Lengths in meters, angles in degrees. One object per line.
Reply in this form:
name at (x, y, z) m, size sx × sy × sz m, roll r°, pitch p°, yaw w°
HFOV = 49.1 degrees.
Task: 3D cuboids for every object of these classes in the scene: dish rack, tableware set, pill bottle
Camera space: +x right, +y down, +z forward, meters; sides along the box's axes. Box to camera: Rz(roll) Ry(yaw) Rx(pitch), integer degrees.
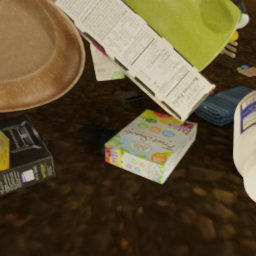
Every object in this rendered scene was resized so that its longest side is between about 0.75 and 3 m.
dish rack at (0.008, -1.059, 9.493) m, size 0.744 × 0.265 × 0.970 m, roll -15°, pitch 33°, yaw -25°
tableware set at (2.419, -3.067, 8.252) m, size 0.345 × 1.516 × 2.250 m, roll -17°, pitch 40°, yaw -17°
pill bottle at (3.027, 0.345, 5.832) m, size 1.570 × 1.570 × 2.622 m, roll 10°, pitch 33°, yaw 16°

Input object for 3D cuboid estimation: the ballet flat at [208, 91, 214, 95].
ballet flat at (2.681, -1.583, 10.228) m, size 0.388 × 0.414 × 1.145 m, roll -14°, pitch 33°, yaw -23°

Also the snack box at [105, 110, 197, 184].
snack box at (0.622, 0.335, 6.817) m, size 1.481 × 0.552 × 2.083 m, roll 17°, pitch 34°, yaw 27°

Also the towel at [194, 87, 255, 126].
towel at (3.132, -0.688, 8.591) m, size 2.225 × 0.540 × 1.242 m, roll -20°, pitch 35°, yaw -28°

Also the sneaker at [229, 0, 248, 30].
sneaker at (3.453, -4.154, 10.375) m, size 0.821 × 1.238 × 2.175 m, roll -1°, pitch 0°, yaw -29°

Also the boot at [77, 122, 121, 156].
boot at (-0.794, 0.261, 7.054) m, size 1.004 × 0.453 × 1.225 m, roll 11°, pitch 25°, yaw 14°

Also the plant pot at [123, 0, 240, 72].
plant pot at (0.676, -2.945, 6.927) m, size 2.917 × 2.730 × 2.730 m, roll 37°, pitch 22°, yaw -22°

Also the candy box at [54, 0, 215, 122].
candy box at (0.117, -1.466, 5.452) m, size 2.883 × 0.879 × 1.966 m, roll 41°, pitch 7°, yaw -8°

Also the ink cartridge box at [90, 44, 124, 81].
ink cartridge box at (-0.587, -2.076, 7.902) m, size 0.839 × 1.432 × 0.482 m, roll -6°, pitch 46°, yaw 0°

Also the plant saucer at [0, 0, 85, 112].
plant saucer at (-2.124, -1.136, 3.903) m, size 2.975 × 2.975 × 0.544 m, roll -6°, pitch 66°, yaw -9°

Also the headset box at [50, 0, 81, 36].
headset box at (-2.299, -3.865, 8.283) m, size 0.968 × 1.918 × 2.580 m, roll -31°, pitch 80°, yaw -11°

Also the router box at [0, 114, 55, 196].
router box at (-2.894, 0.580, 6.359) m, size 1.775 × 0.590 × 2.258 m, roll -17°, pitch 34°, yaw -26°

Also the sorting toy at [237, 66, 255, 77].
sorting toy at (5.123, -2.299, 11.697) m, size 0.737 × 0.178 × 1.308 m, roll -15°, pitch 33°, yaw -16°
